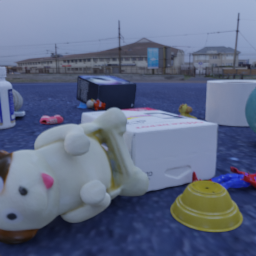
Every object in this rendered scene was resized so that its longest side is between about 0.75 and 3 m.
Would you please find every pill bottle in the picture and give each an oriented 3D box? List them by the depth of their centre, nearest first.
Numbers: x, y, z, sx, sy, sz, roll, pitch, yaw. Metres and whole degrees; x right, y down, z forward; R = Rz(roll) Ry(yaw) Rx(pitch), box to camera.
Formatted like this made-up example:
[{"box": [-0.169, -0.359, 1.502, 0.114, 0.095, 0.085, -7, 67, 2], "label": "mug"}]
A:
[{"box": [-4.999, -1.120, 10.419, 1.334, 2.229, 1.334, 0, 12, 0], "label": "pill bottle"}]

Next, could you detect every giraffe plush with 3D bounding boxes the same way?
[{"box": [2.360, -0.581, 11.463, 0.940, 0.762, 0.811, 1, 12, 6], "label": "giraffe plush"}]

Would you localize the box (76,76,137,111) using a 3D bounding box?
[{"box": [-1.240, -2.044, 15.902, 2.493, 1.536, 2.473, -8, 25, -36], "label": "box"}]

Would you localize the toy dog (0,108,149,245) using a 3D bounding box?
[{"box": [-1.045, 0.640, 3.986, 2.030, 1.461, 2.094, -9, 5, 35], "label": "toy dog"}]

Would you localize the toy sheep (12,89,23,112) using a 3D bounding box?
[{"box": [-5.983, -1.338, 13.933, 1.400, 1.400, 2.031, 1, 6, 7], "label": "toy sheep"}]

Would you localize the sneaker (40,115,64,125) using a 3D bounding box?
[{"box": [-3.069, -0.262, 11.211, 0.976, 0.360, 0.423, -2, 24, 8], "label": "sneaker"}]

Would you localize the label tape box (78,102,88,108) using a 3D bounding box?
[{"box": [-2.452, -1.340, 16.336, 0.645, 0.298, 0.900, 12, 15, 40], "label": "label tape box"}]

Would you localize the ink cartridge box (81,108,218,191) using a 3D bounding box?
[{"box": [0.312, 0.294, 6.227, 2.002, 1.161, 2.712, -6, 11, -27], "label": "ink cartridge box"}]

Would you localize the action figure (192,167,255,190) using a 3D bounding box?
[{"box": [2.028, 0.940, 5.056, 1.654, 0.427, 0.541, 1, 9, -7], "label": "action figure"}]

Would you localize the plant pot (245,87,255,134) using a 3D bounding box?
[{"box": [4.276, -0.267, 7.337, 2.007, 2.007, 1.611, 2, 22, 11], "label": "plant pot"}]

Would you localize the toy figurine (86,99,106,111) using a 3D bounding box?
[{"box": [-1.289, -0.606, 10.895, 0.719, 1.034, 1.018, 9, 13, -3], "label": "toy figurine"}]

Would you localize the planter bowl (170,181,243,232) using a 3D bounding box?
[{"box": [1.173, 1.078, 4.202, 1.054, 0.439, 1.054, 1, 12, 0], "label": "planter bowl"}]

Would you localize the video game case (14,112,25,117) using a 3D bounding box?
[{"box": [-5.507, -0.612, 12.601, 1.553, 0.188, 1.704, -3, 5, -18], "label": "video game case"}]

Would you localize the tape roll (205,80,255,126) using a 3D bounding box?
[{"box": [4.493, -1.091, 11.635, 2.461, 1.690, 2.461, 0, 12, 0], "label": "tape roll"}]
